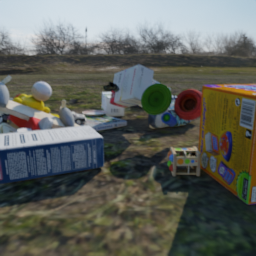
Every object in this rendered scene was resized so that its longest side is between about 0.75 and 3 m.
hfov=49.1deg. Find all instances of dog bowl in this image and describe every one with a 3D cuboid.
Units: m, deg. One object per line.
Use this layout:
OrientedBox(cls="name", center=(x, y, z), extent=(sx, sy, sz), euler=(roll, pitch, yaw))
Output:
OrientedBox(cls="dog bowl", center=(-6.534, -0.836, 13.139), extent=(2.395, 0.883, 2.395), euler=(0, 15, 0))

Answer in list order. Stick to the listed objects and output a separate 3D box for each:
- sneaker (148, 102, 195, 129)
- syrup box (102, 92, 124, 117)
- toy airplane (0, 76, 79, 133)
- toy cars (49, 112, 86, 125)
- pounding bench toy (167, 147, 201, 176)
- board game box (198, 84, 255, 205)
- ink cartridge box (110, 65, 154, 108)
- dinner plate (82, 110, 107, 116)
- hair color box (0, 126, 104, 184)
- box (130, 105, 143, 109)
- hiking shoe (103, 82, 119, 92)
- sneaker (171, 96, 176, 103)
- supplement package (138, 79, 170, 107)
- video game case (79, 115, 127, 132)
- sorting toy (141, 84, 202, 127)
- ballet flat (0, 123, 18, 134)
OrientedBox(cls="sneaker", center=(1.921, -0.568, 11.680), extent=(1.239, 1.114, 2.871), euler=(15, 20, 37))
OrientedBox(cls="syrup box", center=(-0.834, -1.284, 14.749), extent=(0.917, 0.948, 2.328), euler=(0, 14, -11))
OrientedBox(cls="toy airplane", center=(-3.131, -0.540, 9.344), extent=(2.934, 2.079, 2.947), euler=(23, 0, 5))
OrientedBox(cls="toy cars", center=(-2.973, -0.432, 11.607), extent=(2.723, 0.603, 1.221), euler=(1, 19, 30))
OrientedBox(cls="pounding bench toy", center=(1.382, 0.797, 7.233), extent=(0.735, 0.586, 0.943), euler=(0, 14, 1))
OrientedBox(cls="board game box", center=(3.114, 0.169, 6.443), extent=(2.164, 2.165, 2.163), euler=(-3, 14, -13))
OrientedBox(cls="ink cartridge box", center=(0.113, -1.666, 11.647), extent=(0.797, 1.403, 1.925), euler=(15, -9, -31))
OrientedBox(cls="dinner plate", center=(-1.558, -0.681, 13.126), extent=(1.175, 0.142, 1.175), euler=(-2, 12, 0))
OrientedBox(cls="hair color box", center=(-2.213, 0.625, 7.296), extent=(2.882, 0.872, 1.441), euler=(-6, 15, -22))
OrientedBox(cls="box", center=(0.856, -1.589, 16.526), extent=(1.181, 0.693, 1.161), euler=(13, 19, 37))
OrientedBox(cls="hiking shoe", center=(-0.692, -1.645, 10.979), extent=(0.801, 0.403, 0.304), euler=(11, 47, 37))
OrientedBox(cls="sneaker", center=(2.648, -1.181, 14.366), extent=(2.726, 0.955, 1.479), euler=(-5, 13, -32))
OrientedBox(cls="supplement package", center=(0.984, -1.617, 13.503), extent=(1.872, 1.121, 1.135), euler=(32, -16, 20))
OrientedBox(cls="video game case", center=(-1.471, -0.237, 12.078), extent=(1.953, 0.236, 2.142), euler=(-11, 17, -37))
OrientedBox(cls="sorting toy", center=(1.541, -0.685, 9.442), extent=(2.178, 1.309, 0.894), euler=(12, -6, 29))
OrientedBox(cls="ballet flat", center=(-4.159, 0.277, 8.741), extent=(2.558, 0.949, 0.949), euler=(-8, 16, -30))
